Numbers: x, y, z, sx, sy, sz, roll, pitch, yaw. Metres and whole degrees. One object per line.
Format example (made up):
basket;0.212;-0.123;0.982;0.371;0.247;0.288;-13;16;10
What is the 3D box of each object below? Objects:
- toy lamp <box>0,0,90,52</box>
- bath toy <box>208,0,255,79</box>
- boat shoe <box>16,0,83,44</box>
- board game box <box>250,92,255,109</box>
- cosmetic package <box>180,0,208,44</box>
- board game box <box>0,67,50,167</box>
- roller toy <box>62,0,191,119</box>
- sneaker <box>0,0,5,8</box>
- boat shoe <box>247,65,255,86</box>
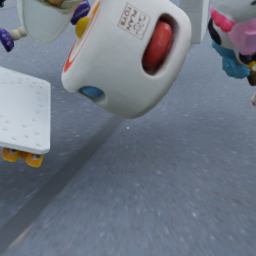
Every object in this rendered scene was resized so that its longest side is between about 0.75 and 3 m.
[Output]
toy lamp;-2.305;-2.951;7.859;2.634;0.767;0.767;-28;39;-9
bath toy;1.626;-1.449;3.942;1.193;1.014;2.745;22;5;19
boat shoe;-1.048;-2.100;3.876;1.008;2.698;0.923;10;57;-21
board game box;2.923;-0.631;3.084;2.217;1.768;1.074;-5;51;-17
cosmetic package;1.842;-3.402;7.810;0.648;1.818;0.922;10;49;20
board game box;-2.526;-0.510;4.092;2.693;0.348;2.694;15;22;-22
roller toy;-0.132;-1.377;4.776;1.610;2.304;2.102;25;36;-22
sneaker;-2.878;-2.852;5.853;0.865;0.774;2.113;21;36;-50
boat shoe;2.860;-1.924;6.281;0.812;0.764;2.133;-16;65;18
